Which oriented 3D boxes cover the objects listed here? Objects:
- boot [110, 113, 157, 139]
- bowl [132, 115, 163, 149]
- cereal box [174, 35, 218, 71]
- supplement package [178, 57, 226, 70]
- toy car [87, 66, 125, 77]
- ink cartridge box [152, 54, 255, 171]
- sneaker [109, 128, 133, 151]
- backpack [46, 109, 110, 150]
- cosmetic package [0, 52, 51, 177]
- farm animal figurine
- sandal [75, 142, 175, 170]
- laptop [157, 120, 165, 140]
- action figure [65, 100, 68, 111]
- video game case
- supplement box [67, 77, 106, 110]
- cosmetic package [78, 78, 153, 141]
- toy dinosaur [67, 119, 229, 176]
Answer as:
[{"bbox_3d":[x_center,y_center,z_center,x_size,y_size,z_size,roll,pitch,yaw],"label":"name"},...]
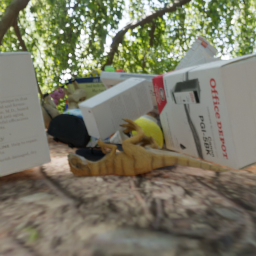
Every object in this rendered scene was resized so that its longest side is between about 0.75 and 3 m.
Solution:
[{"bbox_3d":[-0.813,0.070,8.790,2.952,1.039,2.113,0,10,32],"label":"boot"},{"bbox_3d":[0.426,0.027,7.424,1.228,0.661,1.228,21,-8,3],"label":"bowl"},{"bbox_3d":[2.883,-2.805,12.110,1.432,1.990,0.393,18,21,-49],"label":"cereal box"},{"bbox_3d":[3.170,-1.236,11.089,1.610,2.656,1.591,-4,-7,-35],"label":"supplement package"},{"bbox_3d":[-0.750,-2.199,11.108,1.761,0.393,1.657,-1,4,-8],"label":"toy car"},{"bbox_3d":[1.746,-0.393,6.172,1.122,1.987,2.707,-17,10,-18],"label":"ink cartridge box"},{"bbox_3d":[-0.150,0.312,6.735,0.601,0.557,1.483,-14,-14,-1],"label":"sneaker"},{"bbox_3d":[-1.042,0.037,7.220,1.283,1.209,1.572,16,-8,31],"label":"backpack"},{"bbox_3d":[-2.355,-0.203,4.626,1.500,1.803,1.509,-14,11,-32],"label":"cosmetic package"},{"bbox_3d":[-2.592,-0.564,9.695,2.485,1.296,2.457,-29,12,3],"label":"farm animal figurine"},{"bbox_3d":[-0.078,0.498,5.648,2.056,0.440,0.782,1,5,17],"label":"sandal"},{"bbox_3d":[1.464,-0.034,9.568,1.366,0.846,1.459,-2,46,-30],"label":"laptop"},{"bbox_3d":[-2.210,-0.426,10.201,0.372,1.140,0.564,11,-40,-12],"label":"action figure"},{"bbox_3d":[0.609,-0.933,9.135,2.403,0.313,2.640,7,-20,17],"label":"video game case"},{"bbox_3d":[-1.144,-0.875,11.370,2.262,2.259,1.518,3,5,34],"label":"supplement box"},{"bbox_3d":[-0.216,-0.444,5.985,1.498,0.760,0.534,-31,29,-30],"label":"cosmetic package"},{"bbox_3d":[0.271,0.510,4.806,2.511,0.759,1.334,-5,41,9],"label":"toy dinosaur"}]
